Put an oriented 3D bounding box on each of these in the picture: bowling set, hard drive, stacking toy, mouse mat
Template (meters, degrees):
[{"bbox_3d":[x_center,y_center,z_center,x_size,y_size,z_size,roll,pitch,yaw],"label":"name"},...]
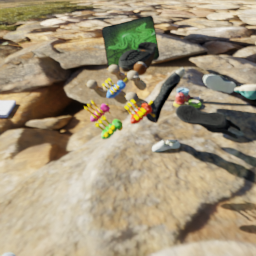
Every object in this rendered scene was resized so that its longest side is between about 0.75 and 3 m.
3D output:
[{"bbox_3d":[-0.162,-1.693,9.645,2.493,1.735,1.338,19,-6,30],"label":"bowling set"},{"bbox_3d":[-5.791,-0.865,12.835,0.886,0.170,1.343,-1,32,-2],"label":"hard drive"},{"bbox_3d":[2.888,-1.512,13.464,1.272,0.593,1.405,7,34,12],"label":"stacking toy"},{"bbox_3d":[0.092,-4.057,13.401,2.576,2.073,0.097,-10,5,11],"label":"mouse mat"}]

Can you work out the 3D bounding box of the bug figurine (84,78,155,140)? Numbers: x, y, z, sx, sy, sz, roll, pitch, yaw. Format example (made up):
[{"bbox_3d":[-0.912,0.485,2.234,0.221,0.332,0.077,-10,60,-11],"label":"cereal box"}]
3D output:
[{"bbox_3d":[-0.296,-0.507,7.650,1.624,0.539,2.094,-40,45,-1],"label":"bug figurine"}]

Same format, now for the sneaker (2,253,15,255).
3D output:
[{"bbox_3d":[-2.616,3.069,5.701,0.653,1.176,1.681,-8,33,-12],"label":"sneaker"}]

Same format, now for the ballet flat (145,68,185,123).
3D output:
[{"bbox_3d":[1.140,-0.944,8.220,0.514,1.810,0.602,40,15,25],"label":"ballet flat"}]

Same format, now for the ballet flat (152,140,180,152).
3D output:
[{"bbox_3d":[1.390,0.613,10.349,1.087,0.390,0.390,-9,33,-12],"label":"ballet flat"}]

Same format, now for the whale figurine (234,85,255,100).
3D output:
[{"bbox_3d":[5.972,-1.774,13.958,1.092,0.712,1.372,-9,9,-27],"label":"whale figurine"}]

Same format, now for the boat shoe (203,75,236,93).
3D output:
[{"bbox_3d":[3.070,-1.556,9.647,1.435,0.513,0.429,10,28,-31],"label":"boat shoe"}]

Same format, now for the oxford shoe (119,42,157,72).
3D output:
[{"bbox_3d":[0.475,-2.740,11.814,1.004,1.167,2.764,21,35,22],"label":"oxford shoe"}]

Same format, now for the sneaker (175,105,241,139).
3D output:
[{"bbox_3d":[2.145,-0.151,7.594,1.656,0.864,0.497,15,78,31],"label":"sneaker"}]
